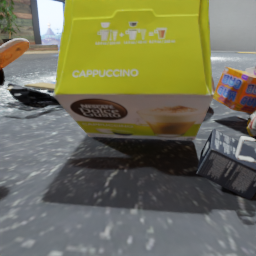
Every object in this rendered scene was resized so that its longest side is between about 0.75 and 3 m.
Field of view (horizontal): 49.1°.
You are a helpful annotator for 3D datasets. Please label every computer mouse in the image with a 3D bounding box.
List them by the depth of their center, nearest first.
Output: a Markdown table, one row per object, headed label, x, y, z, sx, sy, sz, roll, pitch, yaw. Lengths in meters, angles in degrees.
| label | x | y | z | sx | sy | sz | roll | pitch | yaw |
| --- | --- | --- | --- | --- | --- | --- | --- | --- | --- |
| computer mouse | -3.747 | -1.167 | 10.147 | 2.617 | 0.602 | 1.838 | 16 | 4 | 27 |

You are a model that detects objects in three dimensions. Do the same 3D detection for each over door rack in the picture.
| label | x | y | z | sx | sy | sz | roll | pitch | yaw |
| --- | --- | --- | --- | --- | --- | --- | --- | --- | --- |
| over door rack | 2.451 | 0.992 | 3.700 | 2.065 | 0.688 | 1.525 | 22 | 21 | 0 |

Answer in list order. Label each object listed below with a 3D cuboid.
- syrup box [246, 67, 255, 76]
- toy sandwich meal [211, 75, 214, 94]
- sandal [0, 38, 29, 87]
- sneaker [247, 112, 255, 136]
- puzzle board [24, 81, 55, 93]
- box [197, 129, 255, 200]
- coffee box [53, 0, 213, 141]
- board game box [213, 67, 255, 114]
| label | x | y | z | sx | sy | sz | roll | pitch | yaw |
| --- | --- | --- | --- | --- | --- | --- | --- | --- | --- |
| syrup box | 4.747 | -1.905 | 9.590 | 1.282 | 0.505 | 0.522 | -10 | 2 | 25 |
| toy sandwich meal | 2.132 | -1.889 | 10.263 | 0.997 | 2.911 | 2.911 | -28 | 22 | -2 |
| sandal | -2.458 | -1.030 | 5.167 | 1.641 | 0.470 | 0.629 | -33 | -7 | 7 |
| sneaker | 3.598 | -0.298 | 7.653 | 0.685 | 0.649 | 1.668 | -25 | 8 | 36 |
| puzzle board | -2.801 | -1.719 | 12.091 | 2.139 | 0.247 | 2.838 | 8 | 12 | 6 |
| box | 1.801 | 0.594 | 4.939 | 0.951 | 0.544 | 1.044 | 26 | 24 | 10 |
| coffee box | 0.225 | -1.415 | 6.255 | 2.759 | 2.763 | 2.732 | 1 | -17 | 6 |
| board game box | 3.435 | -1.132 | 8.485 | 1.034 | 1.034 | 1.035 | 7 | 23 | -26 |
